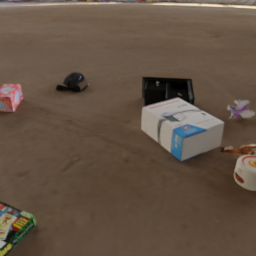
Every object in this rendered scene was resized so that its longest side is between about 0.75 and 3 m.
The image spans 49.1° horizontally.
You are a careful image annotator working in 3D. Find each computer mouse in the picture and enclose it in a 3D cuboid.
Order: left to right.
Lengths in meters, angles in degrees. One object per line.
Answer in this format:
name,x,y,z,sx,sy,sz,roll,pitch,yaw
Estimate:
computer mouse,-2.366,-2.202,12.997,1.366,0.448,1.946,9,31,17

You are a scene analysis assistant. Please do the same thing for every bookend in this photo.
bookend,1.429,-1.162,10.700,2.003,0.922,1.990,4,30,8

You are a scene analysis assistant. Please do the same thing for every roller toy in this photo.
roller toy,3.127,1.102,7.021,0.832,0.637,0.912,15,34,24

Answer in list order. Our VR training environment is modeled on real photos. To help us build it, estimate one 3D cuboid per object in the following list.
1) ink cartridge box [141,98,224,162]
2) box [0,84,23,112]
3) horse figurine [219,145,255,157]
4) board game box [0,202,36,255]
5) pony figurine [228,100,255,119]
ink cartridge box,1.611,-0.040,8.757,1.551,0.909,2.118,-17,35,-26
box,-4.719,-1.195,11.044,0.688,0.635,1.341,-1,30,-2
horse figurine,3.586,0.593,7.740,1.762,0.440,1.168,-3,-12,-29
board game box,-3.486,1.963,5.875,2.748,0.322,1.440,13,34,22
pony figurine,4.074,-0.691,10.258,0.873,0.753,0.904,-24,25,24
